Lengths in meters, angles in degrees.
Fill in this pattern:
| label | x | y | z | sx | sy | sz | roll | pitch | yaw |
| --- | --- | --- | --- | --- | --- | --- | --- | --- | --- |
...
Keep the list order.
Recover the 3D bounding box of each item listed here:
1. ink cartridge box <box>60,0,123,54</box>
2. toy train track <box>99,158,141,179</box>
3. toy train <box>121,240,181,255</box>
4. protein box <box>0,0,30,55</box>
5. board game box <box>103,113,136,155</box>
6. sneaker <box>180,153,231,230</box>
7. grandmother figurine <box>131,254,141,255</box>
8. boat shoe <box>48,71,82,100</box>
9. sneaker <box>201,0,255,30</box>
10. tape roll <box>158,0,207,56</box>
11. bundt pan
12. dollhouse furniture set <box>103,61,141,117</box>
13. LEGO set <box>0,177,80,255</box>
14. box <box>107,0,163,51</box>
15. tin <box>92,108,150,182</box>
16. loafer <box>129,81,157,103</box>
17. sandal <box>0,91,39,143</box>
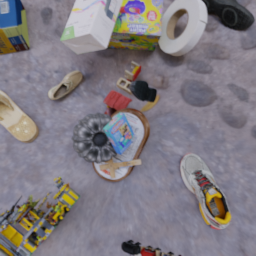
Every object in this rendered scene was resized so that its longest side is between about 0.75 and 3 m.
| label | x | y | z | sx | sy | sz | roll | pitch | yaw |
| --- | --- | --- | --- | --- | --- | --- | --- | --- | --- |
| ink cartridge box | -0.898 | -3.078 | 7.462 | 1.200 | 0.690 | 2.049 | 3 | 70 | 40 |
| toy train track | -0.217 | 1.056 | 8.112 | 1.258 | 0.205 | 0.722 | -10 | 89 | 17 |
| toy train | 0.503 | 2.777 | 6.139 | 1.773 | 0.406 | 0.302 | -5 | 76 | 45 |
| protein box | -4.818 | -3.817 | 10.077 | 1.972 | 1.330 | 1.957 | -11 | 71 | -4 |
| board game box | -0.174 | 0.130 | 6.313 | 0.172 | 0.764 | 0.581 | 15 | 51 | 45 |
| sneaker | 2.349 | 1.781 | 8.261 | 0.916 | 0.967 | 2.354 | -24 | 71 | -9 |
| grandmother figurine | 0.755 | 4.405 | 7.517 | 1.403 | 0.701 | 2.314 | -22 | 67 | -30 |
| boat shoe | -2.070 | -1.434 | 9.518 | 1.418 | 0.461 | 0.512 | -42 | 118 | -18 |
| sneaker | 3.709 | -4.729 | 10.658 | 2.571 | 0.976 | 1.167 | 36 | 67 | 10 |
| tape roll | 1.785 | -3.447 | 9.492 | 0.366 | 2.004 | 2.004 | 11 | 66 | -33 |
| bundt pan | -0.757 | 0.292 | 7.266 | 1.385 | 0.520 | 1.385 | -1 | 94 | -15 |
| dollhouse furniture set | -0.036 | -1.124 | 9.319 | 0.759 | 1.004 | 1.866 | 30 | 69 | 10 |
| LEGO set | -2.554 | 2.175 | 7.122 | 1.466 | 2.530 | 1.946 | 41 | 44 | -2 |
| box | 0.058 | -3.471 | 9.459 | 1.980 | 1.907 | 1.208 | 4 | 92 | -1 |
| tin | -0.249 | 0.526 | 8.413 | 1.311 | 0.490 | 2.341 | 27 | 102 | 14 |
| loafer | 0.287 | -0.911 | 7.054 | 0.481 | 1.330 | 0.484 | 15 | 89 | 25 |
| sandal | -4.282 | -0.682 | 9.116 | 3.103 | 1.021 | 1.138 | 34 | 74 | 11 |
